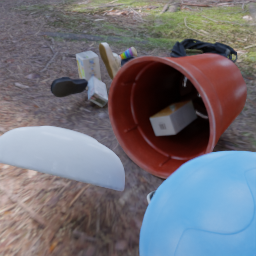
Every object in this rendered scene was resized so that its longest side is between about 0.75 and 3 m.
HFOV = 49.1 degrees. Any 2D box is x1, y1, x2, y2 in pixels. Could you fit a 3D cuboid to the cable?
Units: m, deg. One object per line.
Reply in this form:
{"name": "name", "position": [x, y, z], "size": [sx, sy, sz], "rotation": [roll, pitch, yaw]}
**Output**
{"name": "cable", "position": [3.067, -3.179, 12.327], "size": [2.408, 0.750, 2.951], "rotation": [-27, 43, -22]}

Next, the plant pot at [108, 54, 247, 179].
{"name": "plant pot", "position": [1.513, -0.617, 7.312], "size": [2.927, 2.927, 2.847], "rotation": [28, 37, 32]}

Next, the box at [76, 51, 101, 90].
{"name": "box", "position": [-1.451, -2.132, 10.392], "size": [0.610, 1.203, 0.677], "rotation": [-20, 39, -22]}

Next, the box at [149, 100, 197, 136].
{"name": "box", "position": [1.276, -0.274, 7.829], "size": [0.711, 0.557, 1.144], "rotation": [-7, 18, 48]}

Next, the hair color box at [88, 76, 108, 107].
{"name": "hair color box", "position": [-1.067, -1.267, 9.693], "size": [0.579, 0.355, 1.170], "rotation": [30, 26, -28]}

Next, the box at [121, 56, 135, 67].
{"name": "box", "position": [0.234, -2.002, 10.416], "size": [0.612, 0.971, 0.987], "rotation": [-25, 44, -30]}

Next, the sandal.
{"name": "sandal", "position": [-1.939, -1.356, 9.008], "size": [0.381, 0.676, 1.779], "rotation": [42, 19, 11]}

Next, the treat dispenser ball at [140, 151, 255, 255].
{"name": "treat dispenser ball", "position": [1.544, 1.710, 3.961], "size": [2.764, 2.764, 2.764], "rotation": [0, 37, 0]}

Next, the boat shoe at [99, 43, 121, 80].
{"name": "boat shoe", "position": [-0.528, -2.330, 9.667], "size": [0.559, 1.614, 0.571], "rotation": [-34, 53, -10]}

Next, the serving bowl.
{"name": "serving bowl", "position": [-1.168, 0.494, 5.083], "size": [2.418, 2.418, 0.795], "rotation": [10, 77, 13]}

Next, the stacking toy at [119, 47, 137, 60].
{"name": "stacking toy", "position": [-0.135, -3.073, 12.034], "size": [1.011, 0.431, 0.431], "rotation": [-22, 32, 20]}

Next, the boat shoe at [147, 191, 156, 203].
{"name": "boat shoe", "position": [1.076, 1.423, 5.755], "size": [1.525, 0.460, 0.577], "rotation": [7, 46, -38]}
